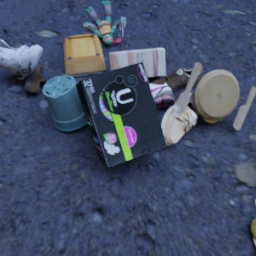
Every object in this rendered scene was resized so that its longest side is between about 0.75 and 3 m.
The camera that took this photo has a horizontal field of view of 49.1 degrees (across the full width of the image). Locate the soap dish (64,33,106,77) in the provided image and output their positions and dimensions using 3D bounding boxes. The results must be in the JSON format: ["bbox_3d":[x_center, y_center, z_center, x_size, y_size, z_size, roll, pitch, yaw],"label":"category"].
[{"bbox_3d":[-2.143,-3.553,13.427,1.859,0.960,2.363,-8,51,-7],"label":"soap dish"}]

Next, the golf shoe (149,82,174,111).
[{"bbox_3d":[0.548,-1.254,11.456,2.552,0.927,1.175,-9,65,-15],"label":"golf shoe"}]

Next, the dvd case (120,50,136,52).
[{"bbox_3d":[0.142,-3.609,14.024,1.013,0.125,0.761,-5,50,-5],"label":"dvd case"}]

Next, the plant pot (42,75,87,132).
[{"bbox_3d":[-2.362,-1.014,10.696,1.656,1.622,1.656,-8,46,8],"label":"plant pot"}]

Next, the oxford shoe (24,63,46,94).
[{"bbox_3d":[-4.051,-2.171,12.586,0.795,0.684,1.883,13,49,-14],"label":"oxford shoe"}]

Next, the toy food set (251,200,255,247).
[{"bbox_3d":[4.394,3.257,8.050,1.706,0.496,2.471,15,52,12],"label":"toy food set"}]

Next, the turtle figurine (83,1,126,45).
[{"bbox_3d":[-1.251,-5.295,14.573,2.134,1.435,2.850,-12,59,-9],"label":"turtle figurine"}]

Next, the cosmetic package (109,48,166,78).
[{"bbox_3d":[0.396,-2.823,12.424,2.383,1.232,1.040,-7,17,-3],"label":"cosmetic package"}]

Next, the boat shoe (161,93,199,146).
[{"bbox_3d":[2.135,-0.442,10.601,0.966,1.030,2.794,-4,41,42],"label":"boat shoe"}]

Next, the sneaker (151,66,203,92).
[{"bbox_3d":[2.083,-2.202,12.298,2.562,0.968,0.902,-16,52,-14],"label":"sneaker"}]

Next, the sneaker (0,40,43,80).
[{"bbox_3d":[-4.707,-2.966,11.652,1.614,2.808,1.055,29,67,-29],"label":"sneaker"}]

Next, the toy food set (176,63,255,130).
[{"bbox_3d":[3.219,-1.168,10.414,2.860,1.974,0.574,20,8,-18],"label":"toy food set"}]

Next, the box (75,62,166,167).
[{"bbox_3d":[-0.301,-0.456,9.411,2.110,2.841,1.766,-19,8,-14],"label":"box"}]
